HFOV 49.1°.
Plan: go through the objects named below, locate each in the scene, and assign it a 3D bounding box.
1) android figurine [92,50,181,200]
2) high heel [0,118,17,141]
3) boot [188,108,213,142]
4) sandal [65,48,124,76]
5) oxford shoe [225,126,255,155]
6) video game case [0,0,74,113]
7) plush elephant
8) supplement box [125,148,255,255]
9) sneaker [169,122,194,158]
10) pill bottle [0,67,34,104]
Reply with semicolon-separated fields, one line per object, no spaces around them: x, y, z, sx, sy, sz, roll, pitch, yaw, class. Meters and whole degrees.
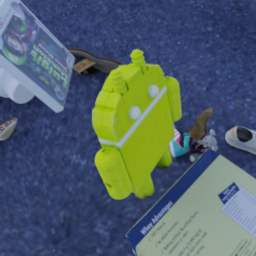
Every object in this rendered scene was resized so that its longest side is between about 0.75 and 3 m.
0.267;0.000;5.507;0.610;2.972;2.705;14;45;32;android figurine
-4.254;0.033;8.653;1.072;0.537;1.504;36;76;11;high heel
1.751;-0.063;6.495;0.375;1.019;0.385;-17;58;-25;boot
-1.333;-2.128;9.767;2.639;1.078;0.720;19;84;2;sandal
3.988;0.434;8.442;2.002;0.578;0.753;16;59;6;oxford shoe
-1.912;-1.532;5.696;0.230;1.967;1.788;-22;45;25;video game case
2.267;0.491;8.282;1.008;0.780;0.830;0;61;0;plush elephant
2.016;2.614;6.239;2.888;1.939;2.885;-41;60;-20;supplement box
1.605;0.215;8.476;0.777;0.538;1.287;-11;68;15;sneaker
-4.122;-1.806;9.263;2.313;1.280;1.280;37;67;19;pill bottle
